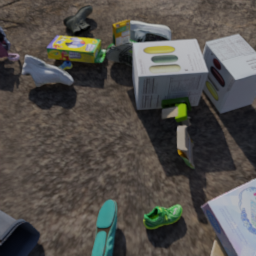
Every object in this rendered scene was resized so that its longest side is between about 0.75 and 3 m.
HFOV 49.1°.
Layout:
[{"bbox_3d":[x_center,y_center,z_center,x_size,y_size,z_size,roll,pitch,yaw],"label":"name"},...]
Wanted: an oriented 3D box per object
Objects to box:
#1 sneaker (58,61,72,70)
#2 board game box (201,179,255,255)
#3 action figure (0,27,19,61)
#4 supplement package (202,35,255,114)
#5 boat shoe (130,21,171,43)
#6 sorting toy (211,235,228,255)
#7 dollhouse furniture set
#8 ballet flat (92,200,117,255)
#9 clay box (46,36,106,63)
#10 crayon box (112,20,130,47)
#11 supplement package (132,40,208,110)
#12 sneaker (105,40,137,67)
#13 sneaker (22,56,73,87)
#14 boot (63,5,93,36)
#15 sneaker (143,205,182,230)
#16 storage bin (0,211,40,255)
[{"bbox_3d":[-2.992,-2.890,12.954,0.789,0.414,0.299,-22,58,-15],"label":"sneaker"},{"bbox_3d":[4.113,3.033,8.242,2.871,0.626,2.885,-17,65,-21],"label":"board game box"},{"bbox_3d":[-6.854,-3.528,13.100,2.797,2.083,1.874,-34,31,-1],"label":"action figure"},{"bbox_3d":[4.127,-2.176,11.426,1.597,2.076,2.171,-17,57,-12],"label":"supplement package"},{"bbox_3d":[0.704,-4.502,13.724,2.896,1.010,1.031,2,50,-3],"label":"boat shoe"},{"bbox_3d":[2.982,3.746,8.204,1.161,0.404,1.154,26,58,5],"label":"sorting toy"},{"bbox_3d":[1.767,0.099,10.411,1.076,1.393,2.787,-9,54,22],"label":"dollhouse furniture set"},{"bbox_3d":[-0.650,3.177,8.535,0.637,0.666,1.891,-8,48,23],"label":"ballet flat"},{"bbox_3d":[-2.344,-3.719,13.241,2.554,0.608,1.468,6,41,5],"label":"clay box"},{"bbox_3d":[-0.292,-4.116,11.982,0.723,1.150,0.297,-25,61,-17],"label":"crayon box"},{"bbox_3d":[1.564,-2.163,11.487,2.608,1.965,1.979,-4,55,-3],"label":"supplement package"},{"bbox_3d":[0.351,-3.232,12.766,2.883,1.125,1.228,5,55,3],"label":"sneaker"},{"bbox_3d":[-3.551,-2.240,12.289,2.312,0.901,1.149,24,98,1],"label":"sneaker"},{"bbox_3d":[-2.360,-5.608,14.824,1.909,0.646,1.247,-40,68,-16],"label":"boot"},{"bbox_3d":[1.114,2.752,8.843,1.343,0.561,0.498,-19,26,-14],"label":"sneaker"},{"bbox_3d":[-4.001,3.377,7.961,1.504,1.630,2.239,22,57,27],"label":"storage bin"}]
